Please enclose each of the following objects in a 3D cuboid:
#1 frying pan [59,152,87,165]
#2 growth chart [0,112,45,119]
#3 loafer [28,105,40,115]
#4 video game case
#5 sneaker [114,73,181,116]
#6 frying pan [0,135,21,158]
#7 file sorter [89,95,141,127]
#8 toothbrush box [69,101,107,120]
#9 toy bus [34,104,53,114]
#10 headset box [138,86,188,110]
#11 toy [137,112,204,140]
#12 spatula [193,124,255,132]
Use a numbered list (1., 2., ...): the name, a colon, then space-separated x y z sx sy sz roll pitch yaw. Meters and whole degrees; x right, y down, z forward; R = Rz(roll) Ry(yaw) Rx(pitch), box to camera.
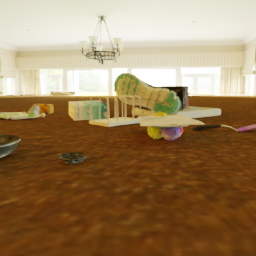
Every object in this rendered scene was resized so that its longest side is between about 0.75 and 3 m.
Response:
1. frying pan: -0.816 0.495 4.384 0.439 0.118 0.726 -5 11 -27
2. growth chart: -4.445 -0.479 10.981 1.622 0.199 2.241 -5 8 -37
3. loafer: -4.119 -0.803 12.283 0.424 0.423 1.213 10 7 -13
4. video game case: 2.057 -0.701 12.045 2.838 0.325 2.583 -6 10 -38
5. sneaker: 0.719 -1.152 10.208 2.792 1.083 1.273 30 12 26
6. frying pan: -2.713 0.381 4.357 1.350 0.363 2.231 3 10 23
7. file sorter: -0.392 -0.602 9.239 1.481 0.922 1.028 -7 11 -41
8. toothbrush box: -1.535 -0.682 10.740 1.317 0.562 0.964 -4 17 -22
9. toy bus: -3.953 -0.910 13.201 1.313 0.427 0.514 6 9 41
10. headset box: 1.605 -1.341 12.095 1.822 0.946 2.449 2 8 16
11. toy: 0.882 -0.014 6.566 1.255 0.514 2.179 -3 10 0
12. spatula: 2.678 -0.008 7.701 1.761 0.181 0.498 1 7 9
